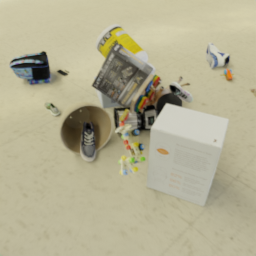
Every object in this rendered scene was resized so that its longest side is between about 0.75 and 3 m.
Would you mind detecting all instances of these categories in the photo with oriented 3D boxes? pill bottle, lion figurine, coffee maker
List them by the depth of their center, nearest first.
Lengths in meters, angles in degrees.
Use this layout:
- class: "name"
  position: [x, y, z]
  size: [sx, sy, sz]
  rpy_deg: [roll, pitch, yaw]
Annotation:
- class: "coffee maker"
  position: [0.281, -0.465, 11.553]
  size: [1.706, 1.149, 1.638]
  rpy_deg: [-4, 38, -7]
- class: "pill bottle"
  position: [-0.070, -3.194, 12.600]
  size: [2.711, 1.509, 1.509]
  rpy_deg: [47, 53, 9]
- class: "lion figurine"
  position: [1.575, -1.607, 13.124]
  size: [2.561, 1.568, 0.928]
  rpy_deg: [-3, 58, -30]

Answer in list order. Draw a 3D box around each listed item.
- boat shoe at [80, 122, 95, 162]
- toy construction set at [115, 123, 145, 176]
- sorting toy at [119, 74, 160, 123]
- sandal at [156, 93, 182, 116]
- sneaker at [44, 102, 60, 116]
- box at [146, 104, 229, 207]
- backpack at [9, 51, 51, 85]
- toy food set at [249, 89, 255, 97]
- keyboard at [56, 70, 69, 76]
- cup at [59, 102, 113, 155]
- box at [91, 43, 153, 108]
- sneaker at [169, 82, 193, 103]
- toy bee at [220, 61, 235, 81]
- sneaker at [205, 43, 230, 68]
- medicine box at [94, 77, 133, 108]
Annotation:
- class: "boat shoe"
  position: [-1.509, 0.460, 10.448]
  size: [0.581, 0.722, 1.556]
  rpy_deg: [-2, 46, -16]
- class: "toy construction set"
  position: [0.013, 0.552, 8.386]
  size: [0.727, 1.579, 1.035]
  rpy_deg: [3, 20, 44]
- class: "sorting toy"
  position: [0.567, -1.093, 10.416]
  size: [0.445, 1.268, 2.631]
  rpy_deg: [34, 73, 7]
- class: "sandal"
  position: [1.701, -0.354, 11.948]
  size: [1.111, 0.666, 2.957]
  rpy_deg: [3, 53, 12]
- class: "sneaker"
  position: [-3.460, -0.979, 12.725]
  size: [0.425, 0.490, 1.105]
  rpy_deg: [-29, 47, -32]
- class: "box"
  position: [1.760, 0.854, 8.670]
  size: [1.967, 2.583, 1.373]
  rpy_deg: [17, 42, 18]
- class: "backpack"
  position: [-5.145, -3.114, 14.769]
  size: [1.939, 1.304, 1.770]
  rpy_deg: [-9, 39, -13]
- class: "toy food set"
  position: [6.458, -1.791, 14.051]
  size: [0.507, 0.126, 0.798]
  rpy_deg: [-8, 39, -9]
- class: "keyboard"
  position: [-3.638, -3.147, 15.816]
  size: [0.802, 0.083, 0.510]
  rpy_deg: [32, 48, 33]
- class: "cup"
  position: [-1.770, -0.192, 10.687]
  size: [1.991, 1.991, 1.424]
  rpy_deg: [-16, 31, -20]
- class: "box"
  position: [-0.297, -2.065, 11.473]
  size: [1.795, 2.266, 0.548]
  rpy_deg: [32, 48, -5]
- class: "sneaker"
  position: [1.713, -1.127, 9.338]
  size: [0.942, 0.366, 0.659]
  rpy_deg: [39, 27, 8]
- class: "toy bee"
  position: [5.431, -2.982, 15.304]
  size: [0.750, 0.623, 1.145]
  rpy_deg: [16, 65, 8]
- class: "sneaker"
  position: [5.361, -4.200, 16.658]
  size: [1.198, 0.838, 2.075]
  rpy_deg: [3, 45, -2]
- class: "medicine box"
  position: [-0.707, -1.864, 13.526]
  size: [1.535, 0.867, 1.685]
  rpy_deg: [-11, 39, -12]
